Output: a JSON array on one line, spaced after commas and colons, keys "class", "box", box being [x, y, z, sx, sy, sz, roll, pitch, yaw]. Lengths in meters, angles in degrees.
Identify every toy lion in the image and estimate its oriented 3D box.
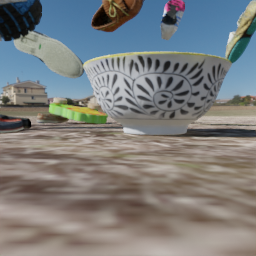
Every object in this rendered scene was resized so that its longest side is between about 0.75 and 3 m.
[{"class": "toy lion", "box": [-2.116, -0.636, 11.810, 2.476, 0.850, 2.373, 10, 9, -5]}]

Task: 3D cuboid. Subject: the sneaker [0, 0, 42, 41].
[{"class": "sneaker", "box": [-3.602, -2.742, 7.100, 2.979, 1.291, 1.117, -20, -43, 5]}]

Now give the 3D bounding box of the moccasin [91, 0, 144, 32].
[{"class": "moccasin", "box": [-0.392, -3.602, 8.329, 0.981, 0.929, 2.541, -18, 8, -30]}]

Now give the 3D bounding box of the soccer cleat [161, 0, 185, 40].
[{"class": "soccer cleat", "box": [1.326, -3.369, 8.682, 0.592, 0.732, 1.695, 18, 51, 9]}]

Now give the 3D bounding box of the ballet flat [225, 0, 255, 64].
[{"class": "ballet flat", "box": [2.972, -2.494, 7.309, 0.593, 1.676, 0.593, 12, 43, -12]}]

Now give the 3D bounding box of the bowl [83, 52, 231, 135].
[{"class": "bowl", "box": [0.554, -0.568, 5.658, 2.882, 1.352, 2.882, -1, 3, 0]}]

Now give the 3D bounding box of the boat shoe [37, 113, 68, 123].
[{"class": "boat shoe", "box": [-3.205, -0.444, 11.960, 1.338, 0.480, 0.506, -2, 3, -31]}]

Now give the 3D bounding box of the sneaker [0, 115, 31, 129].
[{"class": "sneaker", "box": [-2.769, -0.142, 6.753, 0.547, 0.385, 1.031, -2, 1, 4]}]

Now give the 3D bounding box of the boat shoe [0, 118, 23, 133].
[{"class": "boat shoe", "box": [-2.990, -0.143, 5.763, 1.620, 0.507, 0.576, 0, 1, -34]}]

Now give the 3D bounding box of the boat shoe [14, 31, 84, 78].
[{"class": "boat shoe", "box": [-2.479, -2.503, 9.291, 2.661, 0.956, 0.900, 31, 18, 13]}]
